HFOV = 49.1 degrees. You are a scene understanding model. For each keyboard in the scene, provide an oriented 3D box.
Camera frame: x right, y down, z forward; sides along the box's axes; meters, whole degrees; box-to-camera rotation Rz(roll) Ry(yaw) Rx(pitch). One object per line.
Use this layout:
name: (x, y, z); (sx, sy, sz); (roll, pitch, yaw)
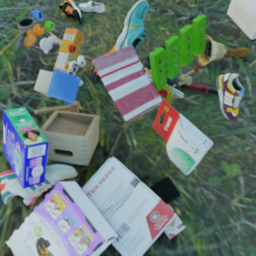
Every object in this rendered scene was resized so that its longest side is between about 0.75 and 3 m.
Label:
keyboard: (0.560, 2.022, 8.484); (1.819, 0.187, 1.156); (-28, 69, -16)

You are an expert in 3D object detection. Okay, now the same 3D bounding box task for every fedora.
fedora: (-4.367, -4.448, 12.198); (0.835, 0.377, 0.739); (2, 56, 13)

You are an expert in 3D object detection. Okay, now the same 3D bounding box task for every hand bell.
hand bell: (3.994, -3.056, 11.209); (2.221, 1.157, 1.157); (-3, 59, -16)

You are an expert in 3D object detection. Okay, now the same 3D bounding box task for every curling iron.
curling iron: (2.817, -1.431, 10.353); (2.877, 0.368, 0.713); (10, 18, 1)

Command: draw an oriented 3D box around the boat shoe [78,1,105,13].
boat shoe: (-1.694, -5.619, 12.868); (1.234, 0.428, 0.437); (6, 59, 3)

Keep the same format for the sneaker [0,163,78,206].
sneaker: (-2.645, 1.729, 8.376); (2.349, 0.827, 1.098); (-6, 72, -2)

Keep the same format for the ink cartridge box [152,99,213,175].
ink cartridge box: (1.356, 0.291, 8.037); (0.465, 1.493, 1.855); (-35, 68, -29)

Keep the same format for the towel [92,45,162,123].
towel: (0.016, -1.207, 7.447); (1.324, 0.209, 1.838); (-30, 92, -28)

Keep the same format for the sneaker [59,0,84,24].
sneaker: (-2.554, -5.087, 12.519); (0.758, 0.589, 1.684); (-27, 60, -6)

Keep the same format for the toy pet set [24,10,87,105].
toy pet set: (-1.981, -1.942, 8.550); (1.248, 2.350, 2.194); (14, 85, 19)

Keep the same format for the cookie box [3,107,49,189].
cookie box: (-2.920, 0.518, 7.838); (0.664, 1.511, 1.766); (-12, 42, -37)

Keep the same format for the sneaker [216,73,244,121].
sneaker: (2.963, -0.837, 7.898); (0.529, 1.412, 0.636); (-33, 20, -30)

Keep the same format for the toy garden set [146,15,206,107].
toy garden set: (1.464, -1.907, 8.587); (0.515, 2.152, 2.582); (26, 54, 34)

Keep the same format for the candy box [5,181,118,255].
candy box: (-1.725, 2.810, 7.099); (2.249, 0.805, 1.887); (-48, 67, 8)

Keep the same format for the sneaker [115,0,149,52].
sneaker: (0.314, -3.395, 9.858); (0.829, 0.806, 2.081); (29, 105, 32)

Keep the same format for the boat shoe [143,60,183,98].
boat shoe: (1.189, -1.546, 9.388); (0.903, 2.419, 0.753); (6, 80, 40)

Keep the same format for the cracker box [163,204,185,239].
cracker box: (1.172, 2.682, 8.054); (0.541, 0.233, 0.808); (-30, 64, -16)

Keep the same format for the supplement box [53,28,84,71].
supplement box: (-2.241, -2.849, 10.615); (0.585, 0.566, 1.702); (17, 88, 24)

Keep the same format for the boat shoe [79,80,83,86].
boat shoe: (-2.157, -1.763, 10.664); (0.847, 0.283, 0.312); (1, 59, 1)

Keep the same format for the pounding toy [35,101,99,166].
pounding toy: (-2.036, 0.060, 9.175); (2.107, 1.097, 2.398); (8, 30, 5)

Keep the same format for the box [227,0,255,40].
box: (5.760, -5.129, 12.078); (1.963, 1.290, 1.974); (-21, 61, -12)

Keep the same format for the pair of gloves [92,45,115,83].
pair of gloves: (-0.139, -2.273, 10.972); (2.342, 0.290, 2.086); (27, 63, 14)

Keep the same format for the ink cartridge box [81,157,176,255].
ink cartridge box: (-0.085, 2.187, 7.686); (2.283, 0.946, 1.676); (41, 86, 21)
